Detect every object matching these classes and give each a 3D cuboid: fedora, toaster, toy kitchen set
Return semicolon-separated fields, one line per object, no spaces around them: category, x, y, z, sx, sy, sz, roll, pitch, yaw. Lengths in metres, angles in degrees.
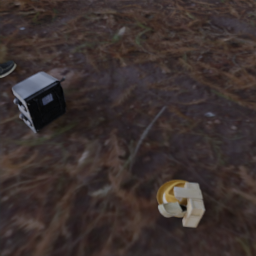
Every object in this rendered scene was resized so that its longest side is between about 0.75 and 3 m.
fedora;1.496;1.948;8.166;1.286;0.524;1.286;0;48;1
toaster;-3.117;-0.993;10.131;1.056;1.609;1.779;33;55;27
toy kitchen set;1.574;2.113;7.810;0.744;0.823;0.912;7;36;-4

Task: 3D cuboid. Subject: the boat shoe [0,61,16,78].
boat shoe;-5.777;-2.550;12.276;0.643;0.605;1.791;34;55;29

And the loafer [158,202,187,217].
loafer;1.229;2.181;7.585;1.018;0.348;0.385;17;33;-40
